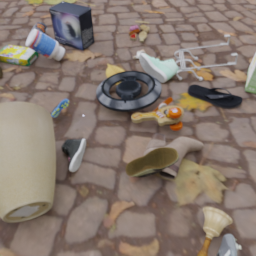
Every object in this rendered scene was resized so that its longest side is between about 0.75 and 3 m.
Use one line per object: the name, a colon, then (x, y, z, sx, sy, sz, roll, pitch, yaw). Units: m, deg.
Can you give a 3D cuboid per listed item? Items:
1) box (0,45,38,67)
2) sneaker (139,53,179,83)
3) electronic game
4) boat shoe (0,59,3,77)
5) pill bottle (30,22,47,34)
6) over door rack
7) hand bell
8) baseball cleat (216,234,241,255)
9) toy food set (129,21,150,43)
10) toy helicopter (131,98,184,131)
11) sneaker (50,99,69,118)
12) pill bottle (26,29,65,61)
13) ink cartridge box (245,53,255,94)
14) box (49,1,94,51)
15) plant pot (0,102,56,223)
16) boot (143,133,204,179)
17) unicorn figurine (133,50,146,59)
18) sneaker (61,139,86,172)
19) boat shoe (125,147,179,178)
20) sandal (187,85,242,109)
box: (-5.680, -3.694, 14.245, 1.865, 0.451, 1.094, 13, 47, 10)
sneaker: (1.480, -3.012, 13.306, 1.189, 0.742, 2.017, -32, 62, -22)
electronic game: (0.023, -1.569, 11.649, 2.726, 0.567, 2.726, -3, 42, 3)
boat shoe: (-6.495, -3.112, 13.287, 0.665, 0.709, 1.969, -23, 63, 2)
pill bottle: (-5.060, -5.334, 15.728, 0.709, 0.709, 1.335, 3, 45, 4)
over door rack: (3.623, -3.198, 13.232, 2.723, 0.907, 2.012, -13, 41, 17)
hand bell: (2.081, 2.991, 7.369, 0.823, 0.823, 1.580, 22, 61, 21)
baseball cleat: (2.106, 3.446, 6.738, 1.087, 0.712, 2.042, 11, 45, 11)
toy food set: (0.583, -5.531, 16.259, 1.227, 0.304, 1.930, 12, 53, 12)
toy helicopter: (1.093, -0.528, 10.542, 1.963, 0.774, 1.298, -6, 41, 9)
sneaker: (-2.694, -0.802, 10.927, 0.914, 0.324, 0.379, -48, 40, -9)
pill bottle: (-3.978, -3.955, 13.588, 1.685, 0.946, 0.946, 25, 31, -36)
ink cartridge box: (5.861, -3.087, 11.967, 0.657, 2.738, 1.993, 18, 47, 13)
box: (-2.973, -5.441, 14.947, 1.953, 1.938, 1.204, 21, 48, 21)
plant pot: (-3.185, 1.147, 8.100, 2.612, 2.612, 2.789, -16, 61, -15)
boot: (1.537, 0.987, 9.357, 2.058, 0.723, 1.505, 9, 54, 1)
unicorn figurine: (0.584, -3.721, 14.384, 0.648, 0.349, 0.944, -5, 29, 9)
sneaker: (-1.958, 0.915, 9.503, 0.734, 0.524, 1.481, 4, 39, 7)
boat shoe: (0.778, 1.082, 8.581, 1.782, 0.578, 0.652, -20, 59, 27)
sandal: (3.648, -1.398, 11.844, 2.304, 0.493, 0.876, 17, 47, 17)
